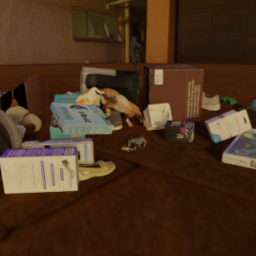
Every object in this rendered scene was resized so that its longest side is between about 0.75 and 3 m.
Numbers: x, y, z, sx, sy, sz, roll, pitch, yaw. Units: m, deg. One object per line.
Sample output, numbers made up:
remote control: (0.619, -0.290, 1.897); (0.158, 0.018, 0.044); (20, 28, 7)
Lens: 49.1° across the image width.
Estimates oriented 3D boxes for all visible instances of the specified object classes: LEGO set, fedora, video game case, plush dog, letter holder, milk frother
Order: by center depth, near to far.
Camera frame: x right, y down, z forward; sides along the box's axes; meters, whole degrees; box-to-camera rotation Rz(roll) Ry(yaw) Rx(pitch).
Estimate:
fedora: (-3.325, 0.421, 6.832); (1.601, 1.811, 0.818); (-31, -6, -5)
video game case: (4.400, 0.652, 7.993); (2.660, 0.342, 2.926); (10, 19, 31)
LEGO set: (0.224, 0.457, 8.737); (0.664, 0.290, 1.023); (5, 17, 16)
plush dog: (-3.769, -0.286, 10.192); (1.266, 1.182, 1.474); (23, 16, -4)
milk frother: (-0.688, -2.353, 11.467); (2.361, 2.510, 2.265); (4, -17, -5)
letter holder: (-4.586, -1.480, 12.527); (1.292, 1.825, 2.568); (1, 17, 2)

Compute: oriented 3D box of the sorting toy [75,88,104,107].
sorting toy: (-1.253, -1.037, 10.048); (0.488, 0.823, 0.914); (44, 15, 35)

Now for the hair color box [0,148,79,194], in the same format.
hair color box: (-1.891, 0.923, 6.143); (1.571, 0.859, 0.509); (-1, 19, -3)

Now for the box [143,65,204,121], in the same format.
box: (1.839, -1.602, 12.303); (2.157, 2.179, 2.626); (-1, 17, -3)

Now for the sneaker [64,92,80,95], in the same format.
sneaker: (-3.038, -1.474, 14.904); (0.756, 0.685, 1.780); (-30, 25, -36)

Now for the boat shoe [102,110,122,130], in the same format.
boat shoe: (-1.266, -0.521, 11.229); (2.582, 0.736, 0.863); (13, 21, 36)

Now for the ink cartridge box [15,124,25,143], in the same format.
ink cartridge box: (-3.270, 0.320, 8.099); (0.332, 0.800, 0.587); (16, 1, -30)

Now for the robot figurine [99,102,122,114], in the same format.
robot figurine: (-0.862, -1.094, 13.083); (1.959, 0.786, 2.702); (5, 18, 17)

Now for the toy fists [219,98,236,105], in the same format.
toy fists: (5.394, -1.447, 15.090); (0.478, 0.322, 0.937); (-7, 17, -25)

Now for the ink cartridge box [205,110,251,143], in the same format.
ink cartridge box: (3.233, -0.087, 9.080); (1.241, 0.714, 0.421); (-22, 13, 6)

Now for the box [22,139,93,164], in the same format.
box: (-1.843, 0.627, 7.320); (1.832, 0.551, 1.068); (-3, 3, -7)

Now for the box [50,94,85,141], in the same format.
box: (-2.105, -0.378, 9.911); (1.093, 0.653, 2.656); (-3, 30, -9)

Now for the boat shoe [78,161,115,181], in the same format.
boat shoe: (-0.821, 0.977, 6.879); (1.110, 0.349, 0.405); (-10, 19, -28)

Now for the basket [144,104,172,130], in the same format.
basket: (1.095, -0.393, 10.364); (0.842, 0.834, 0.677); (-6, -12, -17)

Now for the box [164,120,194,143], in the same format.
box: (1.669, 0.103, 9.144); (0.899, 0.549, 0.477); (4, 33, 23)

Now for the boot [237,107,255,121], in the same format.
boot: (5.417, -0.647, 12.083); (1.446, 0.522, 1.092); (9, 16, 11)

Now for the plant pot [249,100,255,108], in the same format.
plant pot: (6.135, -1.020, 13.213); (0.850, 0.572, 0.850); (0, 16, 0)

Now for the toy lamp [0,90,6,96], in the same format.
toy lamp: (-7.052, -2.064, 16.772); (1.998, 0.581, 0.581); (-14, 21, -42)

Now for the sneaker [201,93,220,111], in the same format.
sneaker: (3.628, -1.401, 14.048); (1.983, 0.813, 0.741); (9, 19, 27)

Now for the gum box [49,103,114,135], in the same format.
gum box: (-1.456, -0.302, 8.736); (1.601, 0.357, 1.360); (1, 31, -34)

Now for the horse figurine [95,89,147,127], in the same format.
horse figurine: (-0.368, -0.823, 10.675); (2.784, 0.695, 1.845); (26, 22, -19)
